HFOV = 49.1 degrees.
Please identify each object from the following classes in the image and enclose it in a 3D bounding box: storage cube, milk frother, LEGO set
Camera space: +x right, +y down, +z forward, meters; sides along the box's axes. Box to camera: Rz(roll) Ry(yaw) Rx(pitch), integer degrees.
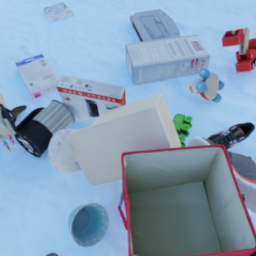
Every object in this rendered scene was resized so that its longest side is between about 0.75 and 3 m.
[{"bbox_3d":[1.086,2.009,6.331,2.629,2.364,2.248,-4,53,-4],"label":"storage cube"},{"bbox_3d":[-2.771,-0.318,8.477,1.567,1.737,1.634,27,57,17],"label":"milk frother"},{"bbox_3d":[-3.588,0.522,8.496,0.317,0.830,0.341,-30,83,-21],"label":"LEGO set"}]

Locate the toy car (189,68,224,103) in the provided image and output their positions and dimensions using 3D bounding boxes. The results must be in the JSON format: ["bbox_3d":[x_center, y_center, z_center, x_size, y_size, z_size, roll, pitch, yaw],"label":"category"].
[{"bbox_3d":[2.614,-1.420,9.989,1.046,1.135,1.004,26,72,-31],"label":"toy car"}]

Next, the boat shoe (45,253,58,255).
[{"bbox_3d":[-2.220,3.510,6.385,0.527,0.449,1.576,35,60,24],"label":"boat shoe"}]

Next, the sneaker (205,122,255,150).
[{"bbox_3d":[3.071,0.258,8.494,1.839,0.794,0.739,-31,79,-21],"label":"sneaker"}]

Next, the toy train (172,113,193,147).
[{"bbox_3d":[1.418,0.483,8.680,0.675,0.500,2.394,14,54,20],"label":"toy train"}]

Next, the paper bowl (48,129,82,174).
[{"bbox_3d":[-1.750,0.672,8.076,0.671,1.289,1.289,0,47,36],"label":"paper bowl"}]

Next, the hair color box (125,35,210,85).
[{"bbox_3d":[1.465,-2.660,10.797,2.924,0.886,1.447,-10,54,-7],"label":"hair color box"}]

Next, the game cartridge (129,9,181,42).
[{"bbox_3d":[1.245,-4.272,12.293,1.768,0.536,2.651,-14,54,-6],"label":"game cartridge"}]

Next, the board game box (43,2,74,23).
[{"bbox_3d":[-3.328,-5.538,13.391,1.081,0.234,1.075,-27,57,-19],"label":"board game box"}]

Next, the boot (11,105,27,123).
[{"bbox_3d":[-3.813,-0.362,9.430,1.009,0.377,0.489,-29,68,-9],"label":"boot"}]

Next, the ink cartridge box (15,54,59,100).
[{"bbox_3d":[-3.416,-1.988,10.600,1.158,0.407,1.940,-26,60,-18],"label":"ink cartridge box"}]

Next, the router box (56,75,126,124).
[{"bbox_3d":[-1.046,-0.751,8.765,1.977,1.775,0.483,11,61,9],"label":"router box"}]

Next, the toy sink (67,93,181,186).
[{"bbox_3d":[-0.045,0.313,7.633,2.528,1.648,1.416,-18,16,19],"label":"toy sink"}]

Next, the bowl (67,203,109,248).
[{"bbox_3d":[-1.073,2.368,7.009,0.564,1.078,1.078,-3,37,52],"label":"bowl"}]

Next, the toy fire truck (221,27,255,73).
[{"bbox_3d":[4.303,-3.021,10.346,0.601,1.738,2.464,3,36,42],"label":"toy fire truck"}]

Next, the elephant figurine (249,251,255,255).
[{"bbox_3d":[2.174,3.517,5.624,2.640,1.868,2.048,-26,42,-26],"label":"elephant figurine"}]

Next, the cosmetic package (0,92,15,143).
[{"bbox_3d":[-4.295,-0.480,8.746,0.792,0.938,1.814,-25,64,-4],"label":"cosmetic package"}]

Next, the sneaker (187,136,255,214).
[{"bbox_3d":[2.955,1.173,7.867,2.856,1.101,1.170,41,47,12],"label":"sneaker"}]
